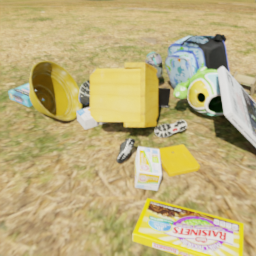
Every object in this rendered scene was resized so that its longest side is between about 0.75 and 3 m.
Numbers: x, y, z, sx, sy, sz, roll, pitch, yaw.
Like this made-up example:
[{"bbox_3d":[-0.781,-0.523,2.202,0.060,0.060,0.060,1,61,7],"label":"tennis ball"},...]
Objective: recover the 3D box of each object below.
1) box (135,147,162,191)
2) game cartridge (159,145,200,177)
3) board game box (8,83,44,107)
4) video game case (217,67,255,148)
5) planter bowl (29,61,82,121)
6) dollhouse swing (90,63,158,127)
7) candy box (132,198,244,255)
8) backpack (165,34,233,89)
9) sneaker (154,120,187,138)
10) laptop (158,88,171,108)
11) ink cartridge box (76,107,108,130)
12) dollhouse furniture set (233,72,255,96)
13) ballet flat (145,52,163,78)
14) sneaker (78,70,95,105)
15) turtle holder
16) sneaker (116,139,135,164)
[{"bbox_3d":[0.542,1.126,7.877,0.654,0.589,1.163,8,31,-4],"label":"box"},{"bbox_3d":[1.484,0.984,8.595,1.043,0.192,1.183,-9,35,-14],"label":"game cartridge"},{"bbox_3d":[-4.191,-1.612,12.578,1.326,0.412,1.757,21,37,30],"label":"board game box"},{"bbox_3d":[3.793,-0.535,9.127,2.377,0.305,2.614,40,37,-21],"label":"video game case"},{"bbox_3d":[-3.020,-1.253,10.853,1.031,2.476,2.476,-23,19,31],"label":"planter bowl"},{"bbox_3d":[-0.093,-1.061,9.631,1.807,2.055,1.868,0,2,23],"label":"dollhouse swing"},{"bbox_3d":[1.353,2.332,6.263,2.293,0.303,1.172,11,35,17],"label":"candy box"},{"bbox_3d":[2.857,-2.722,12.375,2.060,2.565,2.803,-29,29,-9],"label":"backpack"},{"bbox_3d":[1.510,0.075,9.922,1.162,0.468,0.485,-13,-10,-1],"label":"sneaker"},{"bbox_3d":[0.740,-1.560,11.714,1.993,1.233,2.128,4,32,6],"label":"laptop"},{"bbox_3d":[-1.202,-0.471,10.655,1.321,0.448,0.760,-19,40,-26],"label":"ink cartridge box"},{"bbox_3d":[5.262,-1.559,12.434,1.551,0.862,1.371,23,63,32],"label":"dollhouse furniture set"},{"bbox_3d":[1.256,-2.762,13.032,0.858,0.858,2.385,6,-2,9],"label":"ballet flat"},{"bbox_3d":[-1.540,-1.578,12.032,0.890,1.010,2.267,30,39,-5],"label":"sneaker"},{"bbox_3d":[3.019,-1.369,10.648,2.304,1.751,1.636,33,25,-22],"label":"turtle holder"},{"bbox_3d":[-0.132,0.681,8.534,0.390,0.287,0.862,20,76,53],"label":"sneaker"}]
